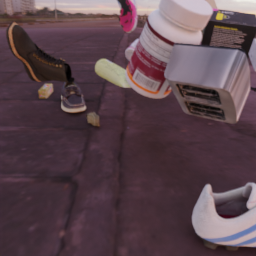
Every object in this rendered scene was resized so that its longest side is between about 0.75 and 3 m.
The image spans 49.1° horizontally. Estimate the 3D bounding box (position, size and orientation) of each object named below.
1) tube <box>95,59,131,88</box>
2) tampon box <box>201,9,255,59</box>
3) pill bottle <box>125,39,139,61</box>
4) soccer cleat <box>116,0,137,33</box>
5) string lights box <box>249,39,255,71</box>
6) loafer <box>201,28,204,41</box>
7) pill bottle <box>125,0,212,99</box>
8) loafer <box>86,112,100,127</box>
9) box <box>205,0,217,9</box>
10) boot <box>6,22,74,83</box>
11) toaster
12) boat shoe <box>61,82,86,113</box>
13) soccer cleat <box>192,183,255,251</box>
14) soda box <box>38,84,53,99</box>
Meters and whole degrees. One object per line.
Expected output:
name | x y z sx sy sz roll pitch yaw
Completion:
tube | -0.331 -1.685 9.208 0.728 0.651 2.508 -43 39 -8
tampon box | 3.281 -2.608 9.722 1.564 2.478 1.857 14 35 13
pill bottle | 0.433 -3.422 12.154 0.674 0.674 1.188 15 49 29
soccer cleat | 0.068 -3.713 8.800 0.634 1.814 0.783 -25 -23 34
string lights box | 2.703 -1.202 4.757 1.105 0.326 0.568 4 46 4
loafer | 3.518 -3.526 11.238 1.059 2.785 0.939 -40 -7 3
pill bottle | 1.011 -2.199 7.522 1.496 2.621 1.496 14 46 -15
loafer | -1.257 -0.284 9.982 0.359 0.405 1.066 -9 16 -16
box | 3.328 -5.025 11.690 0.471 1.377 0.566 -38 26 -17
boot | -2.916 -2.521 9.667 1.662 2.402 0.931 9 63 17
toaster | 1.875 -0.992 6.328 1.820 1.080 1.646 16 -16 31
boat shoe | -2.380 -1.372 11.763 0.948 0.854 2.637 -7 25 -15
soccer cleat | 2.559 1.566 4.879 2.798 1.208 0.977 2 24 2
soda box | -3.854 -1.731 13.125 0.366 0.387 1.142 0 24 0
